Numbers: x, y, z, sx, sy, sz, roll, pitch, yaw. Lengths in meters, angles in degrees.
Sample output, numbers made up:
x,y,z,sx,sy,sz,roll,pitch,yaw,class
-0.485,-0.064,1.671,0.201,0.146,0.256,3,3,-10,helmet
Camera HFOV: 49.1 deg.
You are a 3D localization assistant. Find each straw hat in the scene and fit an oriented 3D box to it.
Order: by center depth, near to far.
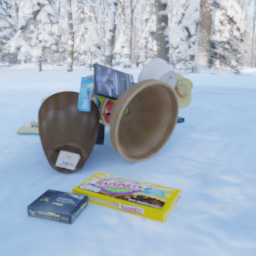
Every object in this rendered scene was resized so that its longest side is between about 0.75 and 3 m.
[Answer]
x,y,z,sx,sy,sz,roll,pitch,yaw,class
2.302,-1.661,11.567,1.618,1.618,0.685,-11,-7,-35,straw hat

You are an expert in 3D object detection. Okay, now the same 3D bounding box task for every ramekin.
x,y,z,sx,sy,sz,roll,pitch,yaw,class
1.160,-1.799,10.722,1.538,1.538,0.807,-13,41,-40,ramekin

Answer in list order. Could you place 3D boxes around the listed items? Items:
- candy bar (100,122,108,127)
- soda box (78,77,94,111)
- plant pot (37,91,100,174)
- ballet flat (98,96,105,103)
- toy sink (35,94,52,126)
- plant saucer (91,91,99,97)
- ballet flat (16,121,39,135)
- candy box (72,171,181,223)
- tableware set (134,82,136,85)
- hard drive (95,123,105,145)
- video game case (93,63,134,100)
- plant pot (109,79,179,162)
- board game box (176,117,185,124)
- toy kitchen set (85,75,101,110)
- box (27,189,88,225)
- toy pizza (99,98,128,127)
x,y,z,sx,sy,sz,roll,pitch,yaw,class
-0.911,-0.197,13.993,1.441,0.160,0.359,-4,55,8,candy bar
-1.216,-0.963,7.976,0.316,0.932,0.299,3,21,-20,soda box
-1.975,0.311,9.299,2.258,2.258,2.415,-2,33,-9,plant pot
-0.953,-0.878,12.616,0.997,2.975,0.994,-9,55,14,ballet flat
-3.330,-0.800,13.893,2.838,1.590,1.850,2,15,6,toy sink
-0.823,-1.766,11.350,2.098,0.288,2.098,-14,22,6,plant saucer
-4.148,-0.033,12.799,2.107,0.732,0.732,3,15,12,ballet flat
-0.046,1.666,7.107,2.498,0.330,1.277,7,14,26,candy box
0.111,-0.753,12.184,1.619,2.449,0.491,3,5,-10,tableware set
-1.668,0.196,12.117,1.299,0.306,1.861,3,21,-4,hard drive
-0.472,-1.554,9.993,1.682,1.202,0.160,11,-25,-34,video game case
0.317,-0.366,9.550,2.835,2.835,1.309,-13,29,-39,plant pot
1.988,-0.507,15.407,1.254,0.261,1.855,-12,19,-38,board game box
-1.075,-1.230,10.955,0.906,1.232,1.538,-4,-16,5,toy kitchen set
-1.632,1.824,6.577,1.124,0.287,0.887,5,17,17,box
-0.299,-0.757,10.816,1.812,1.812,0.287,-11,40,-36,toy pizza
